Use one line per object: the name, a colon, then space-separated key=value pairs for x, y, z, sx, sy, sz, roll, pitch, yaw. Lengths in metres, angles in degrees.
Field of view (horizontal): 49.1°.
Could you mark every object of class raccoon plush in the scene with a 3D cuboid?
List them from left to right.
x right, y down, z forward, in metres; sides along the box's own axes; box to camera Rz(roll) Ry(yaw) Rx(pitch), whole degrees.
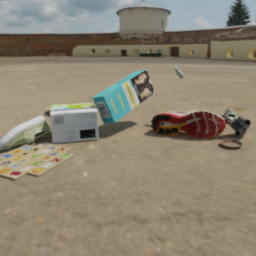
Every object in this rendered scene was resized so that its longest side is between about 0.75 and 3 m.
raccoon plush: x=4.253 y=-0.219 z=11.248 sx=1.046 sy=0.755 sz=1.561 roll=44 pitch=7 yaw=21

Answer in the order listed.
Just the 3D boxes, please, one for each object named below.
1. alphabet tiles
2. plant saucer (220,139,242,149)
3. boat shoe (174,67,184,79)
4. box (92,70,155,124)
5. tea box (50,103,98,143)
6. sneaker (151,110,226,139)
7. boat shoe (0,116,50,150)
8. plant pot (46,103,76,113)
alphabet tiles: x=-3.067 y=0.976 z=8.860 sx=2.094 sy=0.080 sz=2.516 roll=8 pitch=19 yaw=24
plant saucer: x=3.675 y=0.595 z=10.023 sx=0.775 sy=0.134 sz=0.775 roll=1 pitch=16 yaw=0
boat shoe: x=2.167 y=-2.387 z=12.113 sx=0.273 sy=0.235 sz=0.758 roll=31 pitch=24 yaw=-39
box: x=-0.091 y=-1.365 z=11.765 sx=0.716 sy=1.199 sz=2.915 roll=-3 pitch=27 yaw=44
tea box: x=-2.131 y=-0.252 z=11.002 sx=1.728 sy=1.154 sz=1.700 roll=-5 pitch=17 yaw=-14
sneaker: x=2.422 y=-0.294 z=11.254 sx=2.858 sy=1.113 sz=1.174 roll=6 pitch=17 yaw=19
boat shoe: x=-3.685 y=0.238 z=10.184 sx=0.682 sy=0.791 sz=2.198 roll=46 pitch=39 yaw=1
plant pot: x=-3.167 y=-0.975 z=14.844 sx=2.217 sy=0.305 sz=2.217 roll=0 pitch=16 yaw=0
